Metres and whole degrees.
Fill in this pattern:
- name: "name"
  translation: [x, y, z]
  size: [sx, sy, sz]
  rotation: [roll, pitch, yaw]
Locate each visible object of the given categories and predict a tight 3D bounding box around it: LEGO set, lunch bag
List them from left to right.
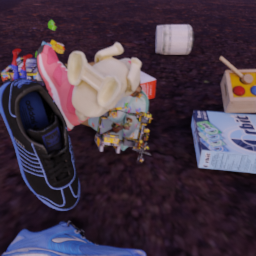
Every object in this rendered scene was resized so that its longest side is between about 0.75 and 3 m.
- name: "lunch bag"
  translation: [-0.282, -0.488, 6.474]
  size: [0.969, 1.589, 1.353]
  rotation: [-33, 53, -33]
- name: "LEGO set"
  translation: [-0.074, 0.069, 5.420]
  size: [1.284, 0.987, 0.744]
  rotation: [16, 9, -18]

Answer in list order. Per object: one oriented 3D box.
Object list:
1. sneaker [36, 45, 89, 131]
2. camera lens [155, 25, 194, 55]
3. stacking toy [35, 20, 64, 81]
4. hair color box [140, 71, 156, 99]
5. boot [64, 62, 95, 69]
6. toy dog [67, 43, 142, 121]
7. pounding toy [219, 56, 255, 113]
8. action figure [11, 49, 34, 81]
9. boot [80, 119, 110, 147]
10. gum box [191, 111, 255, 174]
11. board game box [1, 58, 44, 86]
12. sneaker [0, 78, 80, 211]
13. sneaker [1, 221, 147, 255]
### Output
- name: "sneaker"
  translation: [-1.219, -0.880, 5.605]
  size: [0.805, 1.855, 0.684]
  rotation: [-22, -12, 5]
- name: "camera lens"
  translation: [2.443, -4.668, 14.878]
  size: [1.891, 1.513, 1.513]
  rotation: [0, 31, 2]
- name: "stacking toy"
  translation: [-1.830, -1.763, 6.464]
  size: [0.298, 0.958, 1.270]
  rotation: [14, 38, -33]
- name: "hair color box"
  translation: [-0.437, -1.389, 10.212]
  size: [2.564, 0.820, 1.422]
  rotation: [-17, 36, -28]
- name: "boot"
  translation: [-1.785, -2.570, 12.335]
  size: [1.891, 0.625, 1.656]
  rotation: [-8, 32, -14]
- name: "toy dog"
  translation: [-0.257, -0.751, 4.883]
  size: [0.979, 1.361, 1.403]
  rotation: [30, 35, 19]
- name: "pounding toy"
  translation: [3.247, -1.252, 8.082]
  size: [1.247, 0.963, 1.355]
  rotation: [-1, 63, 5]
- name: "action figure"
  translation: [-2.701, -1.134, 6.996]
  size: [0.523, 1.598, 0.413]
  rotation: [25, 32, 2]
- name: "boot"
  translation: [-0.950, -0.057, 8.256]
  size: [1.610, 0.533, 1.410]
  rotation: [20, 31, 33]
- name: "gum box"
  translation: [3.126, 0.336, 7.480]
  size: [2.631, 0.586, 2.236]
  rotation: [5, 29, 5]
- name: "board game box"
  translation: [-4.263, -2.476, 12.215]
  size: [1.692, 0.580, 2.047]
  rotation: [3, 32, 1]
- name: "sneaker"
  translation: [-1.298, 0.392, 4.463]
  size: [0.853, 2.431, 0.947]
  rotation: [-33, 24, -31]
- name: "sneaker"
  translation: [-0.853, 1.995, 4.574]
  size: [2.388, 0.938, 1.065]
  rotation: [3, 34, 5]
